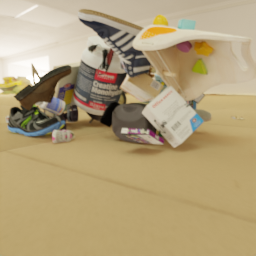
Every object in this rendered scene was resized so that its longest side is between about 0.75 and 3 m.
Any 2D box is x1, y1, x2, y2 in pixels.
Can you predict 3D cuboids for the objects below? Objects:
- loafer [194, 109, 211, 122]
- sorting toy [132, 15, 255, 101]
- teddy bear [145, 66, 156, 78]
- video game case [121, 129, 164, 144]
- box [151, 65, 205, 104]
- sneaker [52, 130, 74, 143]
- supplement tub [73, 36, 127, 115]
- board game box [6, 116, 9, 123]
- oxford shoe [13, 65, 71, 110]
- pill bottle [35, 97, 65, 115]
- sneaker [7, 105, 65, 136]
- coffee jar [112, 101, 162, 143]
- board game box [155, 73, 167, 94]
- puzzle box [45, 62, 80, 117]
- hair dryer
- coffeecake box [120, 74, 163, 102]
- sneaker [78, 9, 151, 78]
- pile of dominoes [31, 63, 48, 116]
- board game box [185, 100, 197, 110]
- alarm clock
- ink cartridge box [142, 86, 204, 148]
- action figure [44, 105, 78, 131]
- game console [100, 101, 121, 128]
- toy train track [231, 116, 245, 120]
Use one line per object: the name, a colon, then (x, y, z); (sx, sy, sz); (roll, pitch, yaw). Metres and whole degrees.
loafer: (2.249, -0.370, 9.595); (1.270, 0.399, 0.457); (8, 56, 33)
sorting toy: (2.003, -1.883, 7.480); (2.580, 1.531, 2.866); (12, -15, 33)
teddy bear: (0.740, -2.237, 10.875); (0.751, 0.346, 1.036); (23, -16, 1)
video game case: (0.358, 0.208, 6.706); (0.749, 0.148, 0.827); (2, -16, 34)
box: (2.135, -2.265, 12.828); (2.283, 0.572, 2.300); (32, 16, -28)
sneaker: (-1.843, 0.224, 8.032); (0.401, 0.370, 0.910); (1, 9, 18)
supplement tub: (-0.990, -1.931, 10.556); (1.791, 2.552, 1.791); (14, 29, -8)
board game box: (-4.593, -0.475, 12.658); (1.078, 0.295, 1.707); (1, 9, 4)
oxford shoe: (-2.177, -1.090, 7.617); (1.712, 0.722, 0.622); (-34, 20, 3)
pill bottle: (-2.667, -0.824, 9.465); (0.952, 0.534, 0.534); (25, -9, -40)
sneaker: (-3.131, -0.295, 9.168); (2.492, 1.033, 0.884); (6, 12, 34)
coffee jar: (0.749, -0.272, 8.692); (1.387, 1.135, 2.659); (6, 11, 36)
board game box: (1.638, -1.376, 10.631); (1.170, 2.231, 1.149); (8, 50, 11)
puzzle box: (-2.203, -1.681, 11.282); (0.364, 1.903, 2.860); (24, 23, 13)
hair dryer: (-0.515, -2.460, 9.063); (1.517, 1.155, 0.412); (-28, -11, 23)
coffeecake box: (0.415, -1.388, 9.543); (1.111, 0.529, 1.447); (31, -8, -9)
sneaker: (-0.306, -2.374, 8.144); (2.656, 1.441, 0.931); (11, 25, -25)
pile of dominoes: (-3.552, -1.400, 10.992); (0.303, 1.482, 1.902); (-10, -20, -3)
board game box: (2.657, -1.155, 14.119); (1.551, 1.171, 0.364); (2, 7, 17)
alarm clock: (-0.835, -1.200, 12.276); (1.800, 0.889, 2.669); (32, 54, 19)
ink cartridge box: (1.113, -0.279, 7.082); (0.911, 1.248, 0.526); (-40, -5, -20)
action figure: (-2.612, -0.443, 10.982); (1.493, 0.796, 2.294); (-21, 13, -25)
game console: (-0.241, -0.287, 8.714); (1.334, 0.787, 0.161); (27, 14, -43)
toy train track: (5.170, -0.505, 13.315); (0.567, 0.161, 0.989); (-1, 8, -5)
